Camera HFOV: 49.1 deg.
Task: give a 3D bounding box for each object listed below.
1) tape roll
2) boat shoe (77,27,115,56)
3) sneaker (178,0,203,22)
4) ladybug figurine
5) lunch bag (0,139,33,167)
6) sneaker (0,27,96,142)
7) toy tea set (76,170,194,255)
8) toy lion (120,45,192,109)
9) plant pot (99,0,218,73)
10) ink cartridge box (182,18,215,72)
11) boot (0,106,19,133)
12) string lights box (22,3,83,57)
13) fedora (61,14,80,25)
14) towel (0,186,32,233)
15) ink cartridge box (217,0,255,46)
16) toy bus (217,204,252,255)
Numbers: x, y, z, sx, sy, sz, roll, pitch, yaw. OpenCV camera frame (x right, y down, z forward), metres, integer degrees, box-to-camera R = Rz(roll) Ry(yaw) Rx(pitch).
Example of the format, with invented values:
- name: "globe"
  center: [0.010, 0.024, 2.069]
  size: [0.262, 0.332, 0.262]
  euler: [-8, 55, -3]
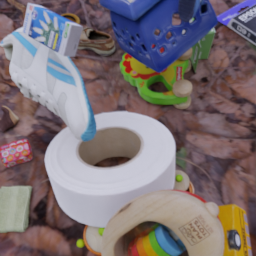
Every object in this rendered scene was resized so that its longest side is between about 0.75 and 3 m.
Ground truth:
- name: "tape roll"
  center: [-0.365, 0.788, 6.555]
  size: [2.946, 1.030, 2.946]
  euler: [-5, 34, 3]
- name: "boat shoe"
  center: [-1.409, -3.200, 9.859]
  size: [2.042, 0.733, 0.773]
  euler: [15, 59, 9]
- name: "sneaker"
  center: [1.455, -2.889, 5.886]
  size: [0.541, 1.315, 0.486]
  euler: [-17, 45, -37]
- name: "ladybug figurine"
  center: [0.501, 1.644, 4.144]
  size: [1.481, 2.183, 0.785]
  euler: [52, 32, 7]
- name: "lunch bag"
  center: [-3.074, 0.650, 7.693]
  size: [0.806, 0.330, 0.710]
  euler: [-19, 55, -12]
- name: "sneaker"
  center: [-1.552, -0.860, 5.585]
  size: [1.194, 1.131, 2.955]
  euler: [-27, 64, -12]
- name: "toy tea set"
  center: [0.314, 2.007, 6.350]
  size: [1.770, 1.102, 2.977]
  euler: [30, 62, 17]
- name: "toy lion"
  center: [0.865, -1.803, 9.046]
  size: [2.323, 0.832, 2.424]
  euler: [2, 58, 9]
- name: "plant pot"
  center: [0.641, -2.997, 7.072]
  size: [2.092, 1.881, 2.092]
  euler: [-41, 44, -2]
- name: "ink cartridge box"
  center: [2.407, -3.114, 9.553]
  size: [0.661, 1.158, 2.231]
  euler: [-6, 58, -2]
- name: "boot"
  center: [-3.687, -0.262, 8.276]
  size: [0.762, 0.276, 0.634]
  euler: [37, 63, 17]
- name: "string lights box"
  center: [-1.225, -1.567, 4.487]
  size: [0.974, 0.500, 0.287]
  euler: [31, 25, 21]
- name: "fedora"
  center: [-2.242, -3.916, 10.537]
  size: [0.882, 0.360, 0.882]
  euler: [2, 60, -4]
- name: "towel"
  center: [-2.855, 1.986, 6.897]
  size: [0.857, 0.211, 1.155]
  euler: [-4, 58, -1]
- name: "ink cartridge box"
  center: [5.178, -4.188, 10.592]
  size: [2.642, 0.579, 2.667]
  euler: [-34, 63, -19]
- name: "toy bus"
  center: [2.055, 2.909, 5.775]
  size: [0.816, 0.982, 2.508]
  euler: [-22, 49, 36]
